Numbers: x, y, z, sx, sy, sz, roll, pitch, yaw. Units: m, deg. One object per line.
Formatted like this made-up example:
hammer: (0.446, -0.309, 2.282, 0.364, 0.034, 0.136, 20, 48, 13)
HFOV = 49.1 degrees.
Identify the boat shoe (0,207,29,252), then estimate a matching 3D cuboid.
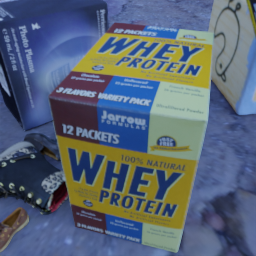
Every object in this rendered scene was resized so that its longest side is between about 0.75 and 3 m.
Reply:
boat shoe: (-2.172, 1.793, 4.868, 0.360, 0.338, 1.000, 20, 43, 23)

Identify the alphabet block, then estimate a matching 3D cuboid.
alphabet block: (4.203, -2.431, 8.114, 2.934, 2.918, 2.988, -3, 38, -7)

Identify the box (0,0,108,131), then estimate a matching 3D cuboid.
box: (-2.015, -1.861, 7.445, 2.769, 2.792, 1.720, -25, 44, -27)

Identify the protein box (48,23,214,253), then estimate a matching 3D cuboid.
protein box: (0.292, 0.034, 5.047, 1.914, 2.837, 2.816, 9, 40, 12)

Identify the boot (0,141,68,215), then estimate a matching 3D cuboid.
boot: (-2.198, 1.202, 5.288, 1.583, 0.757, 2.096, 26, 46, 25)

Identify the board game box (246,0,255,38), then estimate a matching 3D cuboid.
board game box: (3.011, -1.890, 4.111, 2.303, 1.904, 0.653, -26, 18, -4)

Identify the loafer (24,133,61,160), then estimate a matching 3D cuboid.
loafer: (-1.974, 0.429, 6.531, 1.148, 0.418, 0.415, 13, 45, 17)
